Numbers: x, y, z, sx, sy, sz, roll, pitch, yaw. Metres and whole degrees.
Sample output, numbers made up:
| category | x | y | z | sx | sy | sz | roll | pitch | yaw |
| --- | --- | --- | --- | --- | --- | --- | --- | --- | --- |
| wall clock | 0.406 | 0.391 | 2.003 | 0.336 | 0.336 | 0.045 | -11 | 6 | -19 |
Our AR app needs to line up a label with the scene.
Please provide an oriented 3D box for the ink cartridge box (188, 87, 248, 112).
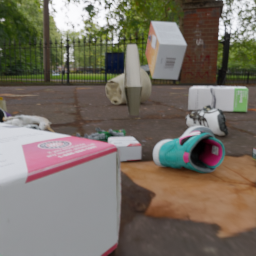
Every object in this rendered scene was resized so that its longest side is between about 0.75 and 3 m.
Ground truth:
| category | x | y | z | sx | sy | sz | roll | pitch | yaw |
| --- | --- | --- | --- | --- | --- | --- | --- | --- | --- |
| ink cartridge box | 4.771 | -1.574 | 14.950 | 2.865 | 1.204 | 2.085 | 4 | 11 | 18 |

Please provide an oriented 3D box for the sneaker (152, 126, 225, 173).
| category | x | y | z | sx | sy | sz | roll | pitch | yaw |
| --- | --- | --- | --- | --- | --- | --- | --- | --- | --- |
| sneaker | 1.518 | 0.381 | 5.747 | 1.872 | 0.783 | 1.130 | -20 | 16 | -39 |

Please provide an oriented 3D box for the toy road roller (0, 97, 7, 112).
| category | x | y | z | sx | sy | sz | roll | pitch | yaw |
| --- | --- | --- | --- | --- | --- | --- | --- | --- | --- |
| toy road roller | -6.150 | -0.847 | 12.292 | 1.370 | 0.842 | 1.000 | -9 | 2 | -36 |

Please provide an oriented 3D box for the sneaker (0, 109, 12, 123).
| category | x | y | z | sx | sy | sz | roll | pitch | yaw |
| --- | --- | --- | --- | --- | --- | --- | --- | --- | --- |
| sneaker | -5.183 | -0.221 | 9.424 | 2.478 | 0.939 | 1.085 | 3 | -4 | -1 |

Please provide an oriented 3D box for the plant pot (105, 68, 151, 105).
| category | x | y | z | sx | sy | sz | roll | pitch | yaw |
| --- | --- | --- | --- | --- | --- | --- | --- | --- | --- |
| plant pot | -0.122 | -2.490 | 17.813 | 2.397 | 2.397 | 2.195 | 11 | 27 | 44 |

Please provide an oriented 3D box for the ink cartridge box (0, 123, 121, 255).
| category | x | y | z | sx | sy | sz | roll | pitch | yaw |
| --- | --- | --- | --- | --- | --- | --- | --- | --- | --- |
| ink cartridge box | -1.855 | 0.706 | 2.946 | 2.927 | 1.212 | 2.145 | 8 | 13 | 35 |

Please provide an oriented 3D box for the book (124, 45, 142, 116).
| category | x | y | z | sx | sy | sz | roll | pitch | yaw |
| --- | --- | --- | --- | --- | --- | --- | --- | --- | --- |
| book | 0.224 | -1.851 | 11.473 | 0.654 | 1.818 | 2.722 | -1 | -20 | 2 |

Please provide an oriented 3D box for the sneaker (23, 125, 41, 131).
| category | x | y | z | sx | sy | sz | roll | pitch | yaw |
| --- | --- | --- | --- | --- | --- | --- | --- | --- | --- |
| sneaker | -2.534 | 0.413 | 5.983 | 0.844 | 0.782 | 2.082 | -6 | 8 | 17 |

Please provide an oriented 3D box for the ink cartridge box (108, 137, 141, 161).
| category | x | y | z | sx | sy | sz | roll | pitch | yaw |
| --- | --- | --- | --- | --- | --- | --- | --- | --- | --- |
| ink cartridge box | -0.097 | 0.476 | 6.474 | 0.634 | 0.358 | 0.864 | -2 | 11 | -11 |

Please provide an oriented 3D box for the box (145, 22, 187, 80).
| category | x | y | z | sx | sy | sz | roll | pitch | yaw |
| --- | --- | --- | --- | --- | --- | --- | --- | --- | --- |
| box | 1.031 | -2.230 | 8.030 | 0.761 | 1.090 | 1.432 | 1 | 42 | -8 |

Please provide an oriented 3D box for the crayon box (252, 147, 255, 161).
| category | x | y | z | sx | sy | sz | roll | pitch | yaw |
| --- | --- | --- | --- | --- | --- | --- | --- | --- | --- |
| crayon box | 3.260 | 0.639 | 5.762 | 0.897 | 0.303 | 1.039 | -1 | 11 | -7 |

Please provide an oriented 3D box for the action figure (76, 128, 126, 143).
| category | x | y | z | sx | sy | sz | roll | pitch | yaw |
| --- | --- | --- | --- | --- | --- | --- | --- | --- | --- |
| action figure | -0.644 | 0.230 | 7.711 | 0.965 | 0.447 | 1.633 | 5 | 8 | 40 |

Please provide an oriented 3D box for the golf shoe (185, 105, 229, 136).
| category | x | y | z | sx | sy | sz | roll | pitch | yaw |
| --- | --- | --- | --- | --- | --- | --- | --- | --- | --- |
| golf shoe | 2.471 | -0.137 | 8.978 | 1.059 | 0.872 | 2.242 | -16 | 8 | 3 |

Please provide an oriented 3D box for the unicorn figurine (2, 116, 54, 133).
| category | x | y | z | sx | sy | sz | roll | pitch | yaw |
| --- | --- | --- | --- | --- | --- | --- | --- | --- | --- |
| unicorn figurine | -3.271 | -0.084 | 8.518 | 1.876 | 0.693 | 1.289 | 8 | 13 | 35 |
